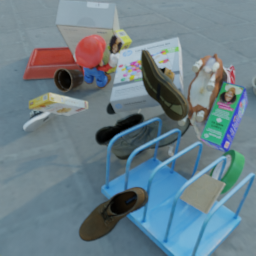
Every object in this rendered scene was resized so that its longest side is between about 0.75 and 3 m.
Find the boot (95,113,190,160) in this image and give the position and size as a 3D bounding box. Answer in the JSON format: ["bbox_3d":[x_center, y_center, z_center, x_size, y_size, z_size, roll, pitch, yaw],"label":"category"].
[{"bbox_3d":[0.492,0.039,7.335,2.505,1.636,0.848,-27,67,3],"label":"boot"}]

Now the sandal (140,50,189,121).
[{"bbox_3d":[0.852,-1.021,6.385,0.587,0.879,2.152,-16,46,-19],"label":"sandal"}]

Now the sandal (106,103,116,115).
[{"bbox_3d":[-0.209,-0.788,8.850,1.091,0.261,0.410,-29,88,-10],"label":"sandal"}]

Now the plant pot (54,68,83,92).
[{"bbox_3d":[-2.290,-1.940,11.077,0.908,0.908,0.898,20,25,23],"label":"plant pot"}]

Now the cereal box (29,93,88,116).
[{"bbox_3d":[-1.596,-0.518,6.478,0.791,0.217,1.100,-14,-16,39],"label":"cereal box"}]

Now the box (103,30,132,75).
[{"bbox_3d":[-0.517,-2.758,10.341,0.423,1.690,0.636,-26,73,-39],"label":"box"}]

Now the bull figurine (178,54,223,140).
[{"bbox_3d":[1.837,-0.703,7.088,0.750,2.302,1.397,14,22,20],"label":"bull figurine"}]

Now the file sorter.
[{"bbox_3d":[1.008,1.211,6.224,1.906,1.685,2.747,-24,43,-37],"label":"file sorter"}]

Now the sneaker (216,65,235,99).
[{"bbox_3d":[2.646,-1.576,8.135,0.680,1.909,1.074,-11,56,31],"label":"sneaker"}]

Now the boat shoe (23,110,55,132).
[{"bbox_3d":[-2.974,-0.381,9.215,0.475,0.513,1.389,36,48,9],"label":"boat shoe"}]

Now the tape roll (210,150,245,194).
[{"bbox_3d":[2.389,1.074,6.872,0.270,1.123,1.123,31,42,1],"label":"tape roll"}]

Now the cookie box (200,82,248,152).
[{"bbox_3d":[2.579,-0.224,7.437,0.592,1.577,1.349,22,-2,28],"label":"cookie box"}]

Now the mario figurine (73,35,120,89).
[{"bbox_3d":[-1.135,-2.544,10.269,1.650,2.674,1.417,-14,75,-6],"label":"mario figurine"}]

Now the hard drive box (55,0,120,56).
[{"bbox_3d":[-1.434,-3.775,11.270,2.116,2.714,1.042,6,80,4],"label":"hard drive box"}]

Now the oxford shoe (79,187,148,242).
[{"bbox_3d":[-0.375,1.587,5.246,1.538,0.649,0.559,-40,67,5],"label":"oxford shoe"}]

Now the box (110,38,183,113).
[{"bbox_3d":[0.605,-1.619,8.311,1.961,0.518,2.515,-8,45,18],"label":"box"}]

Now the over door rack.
[{"bbox_3d":[0.986,-0.264,8.604,1.524,0.687,2.063,16,73,19],"label":"over door rack"}]

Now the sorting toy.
[{"bbox_3d":[1.677,1.452,6.344,0.793,0.156,0.856,-54,35,-12],"label":"sorting toy"}]

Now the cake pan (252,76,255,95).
[{"bbox_3d":[5.870,-1.486,10.904,2.079,0.381,2.079,0,38,0],"label":"cake pan"}]

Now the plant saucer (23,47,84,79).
[{"bbox_3d":[-3.340,-3.102,12.890,2.645,0.486,2.650,-4,38,-7],"label":"plant saucer"}]
